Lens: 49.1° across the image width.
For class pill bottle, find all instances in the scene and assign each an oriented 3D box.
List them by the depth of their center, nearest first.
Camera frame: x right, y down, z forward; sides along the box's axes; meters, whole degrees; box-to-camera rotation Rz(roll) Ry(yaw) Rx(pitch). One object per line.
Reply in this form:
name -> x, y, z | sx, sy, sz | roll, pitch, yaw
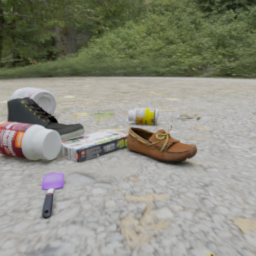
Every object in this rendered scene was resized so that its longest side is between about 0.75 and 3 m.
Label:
pill bottle -> -3.068, 0.407, 8.457 | 1.914, 1.048, 1.048 | 6, 15, 23
pill bottle -> 0.706, -0.531, 12.957 | 1.351, 0.738, 0.738 | 3, 14, 11
pill bottle -> -5.067, -1.366, 14.826 | 1.469, 1.469, 2.591 | -13, 19, -42

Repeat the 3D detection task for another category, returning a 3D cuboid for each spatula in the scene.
spatula -> -1.694, 1.423, 6.092 | 0.511, 0.186, 1.807 | -4, 14, -8

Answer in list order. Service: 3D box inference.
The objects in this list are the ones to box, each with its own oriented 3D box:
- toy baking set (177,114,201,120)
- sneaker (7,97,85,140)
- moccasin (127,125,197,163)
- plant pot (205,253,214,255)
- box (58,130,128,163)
toy baking set -> 3.113, -0.533, 14.269 | 1.104, 0.167, 1.438 | 1, 13, 18
sneaker -> -2.941, -0.323, 9.546 | 2.948, 1.566, 1.102 | -3, 3, 13
moccasin -> 0.963, 0.413, 8.520 | 0.899, 0.949, 2.459 | -17, 21, -37
plant pot -> 0.857, 1.903, 3.201 | 0.537, 0.756, 0.756 | -25, 9, 13
box -> -1.100, 0.542, 9.256 | 1.243, 0.392, 2.258 | 12, 18, 42
